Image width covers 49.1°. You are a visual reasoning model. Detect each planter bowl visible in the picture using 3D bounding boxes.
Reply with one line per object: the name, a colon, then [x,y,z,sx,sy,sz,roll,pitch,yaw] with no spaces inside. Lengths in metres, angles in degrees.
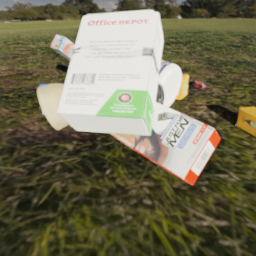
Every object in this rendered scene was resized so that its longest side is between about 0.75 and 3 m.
planter bowl: [-2.078,-0.793,8.956,1.008,1.497,1.497,-22,26,1]

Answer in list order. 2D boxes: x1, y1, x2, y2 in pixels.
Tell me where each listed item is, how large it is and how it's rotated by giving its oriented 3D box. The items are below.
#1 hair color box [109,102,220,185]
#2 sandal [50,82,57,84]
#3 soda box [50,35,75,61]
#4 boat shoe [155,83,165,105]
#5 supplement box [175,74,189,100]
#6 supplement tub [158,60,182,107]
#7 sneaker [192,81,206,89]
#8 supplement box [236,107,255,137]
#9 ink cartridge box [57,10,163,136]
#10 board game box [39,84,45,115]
hair color box: [0.840,0.201,7.019,2.423,1.344,0.775,29,-6,36]
sandal: [-3.517,-1.840,13.166,0.733,0.440,1.951,-6,25,-12]
soda box: [-2.054,-2.739,10.288,0.549,0.510,1.604,27,-2,36]
boat shoe: [0.929,-0.742,9.075,0.493,1.436,0.406,6,12,8]
supplement box: [1.256,-2.085,13.065,2.944,0.979,1.013,11,27,24]
supplement tub: [0.593,-1.906,10.907,2.524,1.822,1.822,26,34,27]
sneaker: [3.582,-2.176,14.086,0.403,0.292,0.826,-13,30,-25]
supplement box: [4.420,0.006,8.795,0.748,0.724,2.176,-10,27,-21]
ink cartridge box: [-0.300,-1.351,6.905,2.050,1.181,2.809,4,69,16]
board game box: [-3.334,-1.146,11.108,0.266,0.899,1.182,-7,26,-14]
